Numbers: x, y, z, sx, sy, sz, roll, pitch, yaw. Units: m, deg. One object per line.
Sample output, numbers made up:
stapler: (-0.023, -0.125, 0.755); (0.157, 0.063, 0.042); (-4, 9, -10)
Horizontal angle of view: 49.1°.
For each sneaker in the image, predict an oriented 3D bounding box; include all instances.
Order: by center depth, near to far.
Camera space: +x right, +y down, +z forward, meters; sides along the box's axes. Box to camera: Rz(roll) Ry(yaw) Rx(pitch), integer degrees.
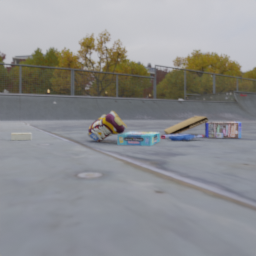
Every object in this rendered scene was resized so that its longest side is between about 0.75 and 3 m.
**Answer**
sneaker: (-0.849, 0.074, 10.250); (1.077, 0.896, 2.390); (-42, 9, -15)

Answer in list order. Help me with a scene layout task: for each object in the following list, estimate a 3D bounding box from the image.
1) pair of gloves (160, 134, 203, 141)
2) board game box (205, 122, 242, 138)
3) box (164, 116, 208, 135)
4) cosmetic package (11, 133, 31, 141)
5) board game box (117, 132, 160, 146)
pair of gloves: (2.219, 0.394, 11.574); (1.439, 0.204, 1.790); (-2, 2, -13)
board game box: (4.240, 0.091, 12.585); (1.405, 0.680, 1.120); (0, 3, 8)
box: (2.782, -0.096, 13.915); (1.895, 0.247, 2.318); (-24, 3, 2)
cosmetic package: (-4.338, 0.357, 11.392); (0.763, 0.279, 0.395); (-2, 3, -18)
board game box: (0.420, 0.373, 10.110); (1.176, 0.365, 1.557); (1, 3, 17)
